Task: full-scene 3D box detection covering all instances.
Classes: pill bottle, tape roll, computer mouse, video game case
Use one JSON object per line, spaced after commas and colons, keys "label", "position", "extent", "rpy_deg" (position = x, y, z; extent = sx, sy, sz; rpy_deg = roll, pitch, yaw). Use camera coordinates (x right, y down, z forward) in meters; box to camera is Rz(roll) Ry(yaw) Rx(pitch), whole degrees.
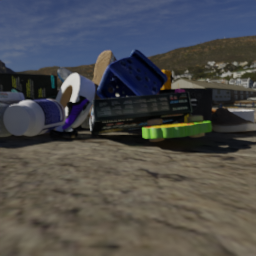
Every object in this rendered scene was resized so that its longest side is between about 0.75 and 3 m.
{"label": "pill bottle", "position": [-2.837, -0.325, 8.622], "extent": [1.083, 1.083, 1.871], "rpy_deg": [2, 7, 16]}
{"label": "tape roll", "position": [4.672, -0.478, 12.687], "extent": [1.917, 0.671, 1.917], "rpy_deg": [0, 6, 0]}
{"label": "tape roll", "position": [-2.140, -1.046, 10.939], "extent": [0.723, 2.067, 2.067], "rpy_deg": [22, -8, -34]}
{"label": "computer mouse", "position": [-1.943, 0.092, 8.415], "extent": [0.783, 0.313, 1.428], "rpy_deg": [-1, 5, -14]}
{"label": "video game case", "position": [-4.989, -0.426, 8.496], "extent": [2.725, 0.312, 2.480], "rpy_deg": [-24, -6, 28]}

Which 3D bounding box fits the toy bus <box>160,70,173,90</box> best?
{"label": "toy bus", "position": [1.939, -1.911, 16.410], "extent": [1.102, 2.815, 0.916], "rpy_deg": [4, 7, 37]}

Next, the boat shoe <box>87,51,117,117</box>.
{"label": "boat shoe", "position": [-0.969, -1.695, 11.381], "extent": [1.034, 2.876, 0.932], "rpy_deg": [-1, -19, 41]}

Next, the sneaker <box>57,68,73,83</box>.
{"label": "sneaker", "position": [-2.387, -2.219, 12.960], "extent": [1.879, 0.704, 0.814], "rpy_deg": [37, -41, -27]}

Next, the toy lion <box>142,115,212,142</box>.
{"label": "toy lion", "position": [1.180, 0.037, 6.679], "extent": [1.732, 0.595, 1.660], "rpy_deg": [-5, 2, -5]}

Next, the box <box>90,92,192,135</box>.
{"label": "box", "position": [0.230, -0.375, 8.082], "extent": [2.606, 0.599, 2.071], "rpy_deg": [-6, -9, -11]}

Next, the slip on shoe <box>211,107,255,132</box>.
{"label": "slip on shoe", "position": [3.426, -0.334, 10.148], "extent": [1.062, 0.846, 2.792], "rpy_deg": [-2, 6, -16]}

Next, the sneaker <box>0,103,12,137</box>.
{"label": "sneaker", "position": [-4.306, -0.199, 7.839], "extent": [1.148, 1.036, 2.802], "rpy_deg": [4, 5, 19]}

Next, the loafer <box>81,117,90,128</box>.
{"label": "loafer", "position": [-1.290, -0.291, 11.397], "extent": [0.524, 0.523, 1.498], "rpy_deg": [8, 9, 36]}

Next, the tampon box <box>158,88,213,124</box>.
{"label": "tampon box", "position": [1.955, -0.651, 10.032], "extent": [1.249, 1.483, 1.978], "rpy_deg": [-1, 6, -14]}

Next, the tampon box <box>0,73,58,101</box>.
{"label": "tampon box", "position": [-4.719, -1.197, 12.006], "extent": [2.890, 2.166, 1.825], "rpy_deg": [-5, 8, -39]}

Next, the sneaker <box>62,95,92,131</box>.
{"label": "sneaker", "position": [-1.623, -0.476, 8.175], "extent": [0.576, 1.158, 0.402], "rpy_deg": [42, -2, -17]}

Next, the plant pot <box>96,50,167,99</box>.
{"label": "plant pot", "position": [0.200, -1.507, 9.990], "extent": [1.669, 1.856, 1.856], "rpy_deg": [-47, -2, -30]}
